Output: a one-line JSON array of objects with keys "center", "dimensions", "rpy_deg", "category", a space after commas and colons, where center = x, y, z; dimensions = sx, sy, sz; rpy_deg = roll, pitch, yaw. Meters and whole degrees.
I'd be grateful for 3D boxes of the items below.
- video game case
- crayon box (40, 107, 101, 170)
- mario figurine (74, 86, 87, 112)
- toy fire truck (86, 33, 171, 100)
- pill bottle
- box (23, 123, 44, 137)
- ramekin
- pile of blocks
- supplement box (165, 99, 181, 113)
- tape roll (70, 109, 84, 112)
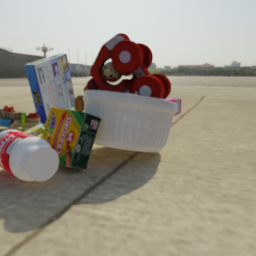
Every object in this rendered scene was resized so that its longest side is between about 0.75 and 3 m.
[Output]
[{"center": [-3.589, -1.922, 13.368], "dimensions": [0.630, 2.773, 2.513], "rpy_deg": [4, 26, 22], "category": "video game case"}, {"center": [-1.818, 0.216, 7.879], "dimensions": [0.574, 1.434, 2.259], "rpy_deg": [20, -7, -42], "category": "crayon box"}, {"center": [-0.568, -0.563, 11.293], "dimensions": [2.982, 1.580, 1.840], "rpy_deg": [21, -20, -37], "category": "mario figurine"}, {"center": [-0.132, -1.338, 8.703], "dimensions": [2.310, 2.751, 1.543], "rpy_deg": [-31, 2, 22], "category": "toy fire truck"}, {"center": [-2.497, 0.671, 6.772], "dimensions": [1.041, 1.041, 1.854], "rpy_deg": [-11, 15, -43], "category": "pill bottle"}, {"center": [-3.524, 0.236, 10.015], "dimensions": [1.060, 0.256, 0.622], "rpy_deg": [-26, 19, -9], "category": "box"}, {"center": [-0.028, -0.183, 8.692], "dimensions": [2.898, 1.521, 2.898], "rpy_deg": [8, 2, 0], "category": "ramekin"}, {"center": [-5.037, -0.479, 12.213], "dimensions": [2.637, 0.819, 1.082], "rpy_deg": [8, 20, 8], "category": "pile of blocks"}, {"center": [2.335, -1.288, 16.916], "dimensions": [1.696, 0.877, 0.858], "rpy_deg": [-7, 12, -37], "category": "supplement box"}, {"center": [-3.136, -0.646, 14.660], "dimensions": [1.668, 0.401, 1.668], "rpy_deg": [-1, 15, 0], "category": "tape roll"}]
